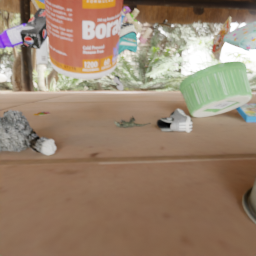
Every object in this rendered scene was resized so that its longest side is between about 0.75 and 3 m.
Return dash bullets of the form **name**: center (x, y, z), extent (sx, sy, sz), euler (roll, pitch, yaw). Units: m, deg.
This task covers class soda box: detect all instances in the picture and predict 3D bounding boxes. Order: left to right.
- **soda box**: center (-2.516, -2.828, 7.917), extent (0.501, 0.448, 1.416), euler (10, 49, 3)

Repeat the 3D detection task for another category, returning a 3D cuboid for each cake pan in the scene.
- **cake pan**: center (2.439, 0.778, 2.921), extent (2.301, 0.422, 2.301), euler (0, 9, 0)

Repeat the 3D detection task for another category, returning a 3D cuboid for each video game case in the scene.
- **video game case**: center (5.885, -0.603, 11.017), extent (2.820, 0.251, 2.018), euler (1, 19, 8)

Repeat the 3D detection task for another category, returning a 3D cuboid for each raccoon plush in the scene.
- **raccoon plush**: center (-2.491, 0.193, 5.534), extent (1.809, 0.875, 1.212), euler (7, 19, 35)

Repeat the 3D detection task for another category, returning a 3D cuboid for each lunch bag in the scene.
- **lunch bag**: center (3.562, -2.662, 8.337), extent (1.161, 0.708, 0.989), euler (-17, 31, -4)

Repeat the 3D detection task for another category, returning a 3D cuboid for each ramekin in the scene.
- **ramekin**: center (3.457, -1.391, 11.012), extent (2.668, 1.303, 2.668), euler (-12, -13, -3)

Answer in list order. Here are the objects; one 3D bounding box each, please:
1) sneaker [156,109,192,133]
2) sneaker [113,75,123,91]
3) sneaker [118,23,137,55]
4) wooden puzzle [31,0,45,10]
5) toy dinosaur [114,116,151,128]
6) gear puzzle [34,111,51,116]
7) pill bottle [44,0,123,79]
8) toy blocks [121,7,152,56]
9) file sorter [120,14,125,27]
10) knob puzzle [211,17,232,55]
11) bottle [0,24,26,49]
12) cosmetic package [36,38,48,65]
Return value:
- **sneaker**: center (1.296, -0.233, 8.728), extent (0.937, 0.609, 1.623), euler (-3, 11, -7)
- **sneaker**: center (-0.457, -2.207, 13.526), extent (0.298, 0.790, 0.449), euler (-20, 37, 19)
- **sneaker**: center (-0.864, -2.433, 9.000), extent (2.852, 1.136, 1.105), euler (-27, 31, -18)
- **wooden puzzle**: center (-2.303, -3.924, 8.573), extent (1.750, 0.326, 1.619), euler (9, -22, 15)
- **toy dinosaur**: center (0.064, -0.167, 9.267), extent (1.271, 0.302, 0.560), euler (-3, 24, -22)
- **gear puzzle**: center (-4.014, -0.660, 12.799), extent (0.507, 0.128, 0.978), euler (3, 10, 18)
- **pill bottle**: center (-0.876, -2.493, 5.564), extent (1.540, 2.746, 1.540), euler (4, 41, -4)
- **toy blocks**: center (-0.208, -4.280, 12.300), extent (1.726, 1.613, 1.453), euler (-9, -27, -43)
- **file sorter**: center (-0.650, -2.686, 7.743), extent (0.802, 1.156, 0.709), euler (18, 17, -13)
- **knob puzzle**: center (3.231, -3.150, 9.920), extent (0.191, 1.377, 1.377), euler (20, 7, -8)
- **bottle**: center (-3.795, -2.916, 9.127), extent (1.351, 0.564, 0.441), euler (-23, 7, -6)
- **cosmetic package**: center (-3.193, -3.082, 10.302), extent (0.377, 1.460, 1.101), euler (-2, 9, -18)
